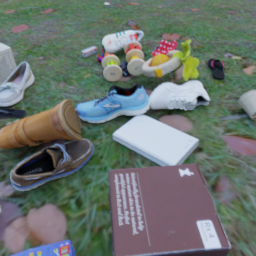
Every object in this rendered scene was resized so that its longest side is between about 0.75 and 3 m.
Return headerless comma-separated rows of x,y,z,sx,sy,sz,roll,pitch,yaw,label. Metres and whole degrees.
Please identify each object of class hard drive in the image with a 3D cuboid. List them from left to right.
0.836,0.370,8.699,2.224,0.292,1.467,26,46,30,hard drive

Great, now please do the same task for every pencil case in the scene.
-1.832,2.748,5.423,1.720,0.671,0.747,-11,50,-13,pencil case

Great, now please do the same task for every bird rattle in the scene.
1.427,-2.645,10.750,2.048,1.415,2.512,-31,36,-14,bird rattle

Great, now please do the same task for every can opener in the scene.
0.183,-2.871,12.590,1.743,0.552,0.685,-42,97,-33,can opener

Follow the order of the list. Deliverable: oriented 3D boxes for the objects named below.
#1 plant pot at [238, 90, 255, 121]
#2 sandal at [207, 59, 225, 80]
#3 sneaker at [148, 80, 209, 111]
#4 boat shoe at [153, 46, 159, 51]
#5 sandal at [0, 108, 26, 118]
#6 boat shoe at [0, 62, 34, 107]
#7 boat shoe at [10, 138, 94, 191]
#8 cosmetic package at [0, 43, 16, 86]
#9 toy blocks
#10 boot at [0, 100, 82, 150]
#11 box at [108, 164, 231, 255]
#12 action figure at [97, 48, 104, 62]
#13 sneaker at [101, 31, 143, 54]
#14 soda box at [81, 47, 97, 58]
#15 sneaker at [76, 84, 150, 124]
4.403,-0.725,9.726,0.872,0.872,0.798,-4,50,-5,plant pot
3.978,-2.724,12.476,0.663,0.398,1.765,2,39,3,sandal
1.858,-1.078,10.081,2.419,0.901,1.054,-14,46,-17,sneaker
1.673,-3.678,13.493,0.482,0.618,1.361,25,45,28,boat shoe
-4.208,-0.575,9.892,1.195,0.256,0.454,0,38,2,sandal
-4.433,-1.686,10.858,0.911,0.793,2.473,7,39,9,boat shoe
-1.902,0.888,7.409,2.374,0.859,0.858,-30,76,-28,boat shoe
-5.903,-2.149,10.921,1.008,1.491,2.835,27,44,32,cosmetic package
-0.259,-3.099,12.219,1.836,0.800,2.203,-13,45,4,toy blocks
-2.512,0.079,7.752,2.319,1.105,2.998,-15,1,-7,boot
0.552,2.026,5.189,1.712,2.086,1.730,-3,38,-4,box
-1.126,-3.217,12.888,0.446,0.676,1.366,-32,45,-18,action figure
-0.211,-4.295,13.619,1.152,0.868,2.464,-6,20,43,sneaker
-1.925,-3.770,13.891,0.288,0.267,0.841,28,46,31,soda box
-0.590,-0.969,9.523,2.545,1.145,0.998,-13,40,5,sneaker
